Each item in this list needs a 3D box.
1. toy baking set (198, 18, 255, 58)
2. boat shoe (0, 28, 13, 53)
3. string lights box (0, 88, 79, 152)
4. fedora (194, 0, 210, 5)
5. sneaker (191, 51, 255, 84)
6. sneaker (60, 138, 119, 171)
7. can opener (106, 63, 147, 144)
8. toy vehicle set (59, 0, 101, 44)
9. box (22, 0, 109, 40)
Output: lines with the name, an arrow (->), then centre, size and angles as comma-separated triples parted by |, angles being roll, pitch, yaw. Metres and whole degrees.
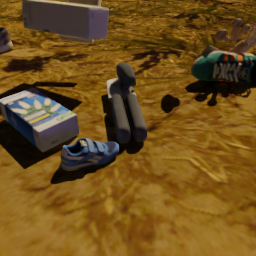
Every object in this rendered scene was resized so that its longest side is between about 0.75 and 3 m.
toy baking set -> 3.707, -2.736, 9.460 | 2.790, 2.141, 0.325 | -11, 62, -23
boat shoe -> -6.202, -3.367, 11.184 | 2.980, 0.966, 1.072 | -23, 41, -30
string lights box -> -2.264, -0.273, 7.029 | 2.020, 0.595, 1.038 | 30, 44, 36
fedora -> 2.435, -4.067, 8.629 | 0.357, 0.874, 0.874 | 46, 43, -4
sneaker -> 3.419, -1.950, 9.162 | 2.632, 0.939, 1.051 | -8, 31, -14
sneaker -> -0.800, 0.492, 5.986 | 1.326, 0.545, 0.490 | -14, 35, -22
can opener -> -0.104, -0.841, 7.500 | 0.800, 1.002, 2.998 | -5, 35, -7
toy vehicle set -> -1.607, -3.817, 9.533 | 1.118, 1.800, 0.239 | 9, -8, 3
box -> -1.925, -3.327, 8.508 | 2.572, 0.879, 1.057 | 19, 28, 26
